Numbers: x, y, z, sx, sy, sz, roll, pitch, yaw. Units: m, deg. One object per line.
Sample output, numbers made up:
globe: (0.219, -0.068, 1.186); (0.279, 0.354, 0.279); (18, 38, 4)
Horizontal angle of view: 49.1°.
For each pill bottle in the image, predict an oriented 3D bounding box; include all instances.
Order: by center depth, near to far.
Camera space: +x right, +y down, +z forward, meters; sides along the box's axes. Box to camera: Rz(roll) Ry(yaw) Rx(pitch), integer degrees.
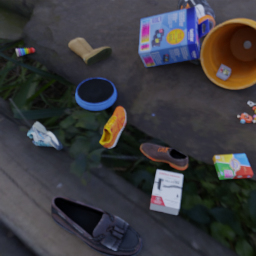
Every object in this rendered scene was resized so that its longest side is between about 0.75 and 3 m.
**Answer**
pill bottle: (3.592, -5.919, 14.526); (1.382, 1.382, 2.602); (-9, 51, -7)

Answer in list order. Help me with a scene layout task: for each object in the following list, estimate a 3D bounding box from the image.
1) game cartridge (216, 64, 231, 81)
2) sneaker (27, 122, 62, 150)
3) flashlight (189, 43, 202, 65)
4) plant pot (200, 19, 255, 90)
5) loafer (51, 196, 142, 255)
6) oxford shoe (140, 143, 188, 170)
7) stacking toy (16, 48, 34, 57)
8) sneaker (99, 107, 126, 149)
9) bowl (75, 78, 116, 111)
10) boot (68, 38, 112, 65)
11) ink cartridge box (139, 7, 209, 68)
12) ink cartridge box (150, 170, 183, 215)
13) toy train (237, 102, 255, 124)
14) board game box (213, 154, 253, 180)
game cartridge: (4.120, -2.379, 12.026); (0.507, 0.156, 0.762); (31, 58, 2)
sneaker: (-2.942, 0.448, 9.875); (1.565, 0.607, 0.675); (31, 68, 31)
flashlight: (2.391, -3.932, 13.231); (2.825, 0.956, 0.960); (37, 97, 31)
plant pot: (4.772, -3.279, 11.767); (2.684, 2.684, 2.457); (29, 41, 22)
loafer: (-0.956, 2.683, 7.724); (2.812, 0.886, 1.011); (19, 53, 15)
oxford shoe: (1.223, 0.815, 9.443); (1.714, 0.622, 0.610); (19, 53, 15)
stacking toy: (-4.887, -3.634, 13.354); (0.829, 0.354, 0.354); (-14, 52, -19)
sneaker: (-0.461, -0.048, 8.953); (0.521, 0.550, 1.427); (9, 73, 34)
bowl: (-1.323, -1.431, 11.496); (1.696, 0.333, 1.696); (0, 50, 0)
boot: (-1.811, -3.812, 13.327); (1.504, 0.568, 1.718); (-27, 55, -21)
ink cartridge box: (2.035, -3.968, 12.231); (2.939, 1.122, 2.005); (-5, 66, 19)
ink cartridge box: (1.186, 1.953, 8.589); (0.842, 0.489, 1.167); (10, 51, 8)
toy train: (4.858, -0.610, 10.798); (0.969, 0.359, 1.291); (26, 55, 19)
board game box: (3.469, 1.284, 9.322); (1.073, 0.216, 0.821); (-4, 50, -3)
